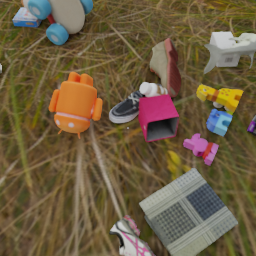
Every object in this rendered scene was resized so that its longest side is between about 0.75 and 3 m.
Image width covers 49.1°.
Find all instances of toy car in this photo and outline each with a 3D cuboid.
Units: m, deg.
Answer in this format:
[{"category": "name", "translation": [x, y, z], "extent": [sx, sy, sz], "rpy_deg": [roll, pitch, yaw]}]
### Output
[{"category": "toy car", "translation": [-3.227, -4.878, 11.258], "extent": [2.561, 2.265, 2.361], "rpy_deg": [14, 61, 33]}]

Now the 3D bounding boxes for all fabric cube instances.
[{"category": "fabric cube", "translation": [0.837, -0.289, 8.064], "extent": [0.930, 0.912, 0.927], "rpy_deg": [-11, 52, -8]}]

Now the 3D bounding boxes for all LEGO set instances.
[{"category": "LEGO set", "translation": [2.408, -0.515, 8.112], "extent": [1.180, 1.097, 2.875], "rpy_deg": [25, 54, 16]}]

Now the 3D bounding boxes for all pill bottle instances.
[{"category": "pill bottle", "translation": [0.737, -1.062, 8.205], "extent": [0.772, 0.442, 0.442], "rpy_deg": [15, 40, -38]}]

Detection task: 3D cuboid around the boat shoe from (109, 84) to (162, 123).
[{"category": "boat shoe", "translation": [0.260, -0.810, 8.647], "extent": [1.935, 0.656, 0.694], "rpy_deg": [-25, 55, -19]}]

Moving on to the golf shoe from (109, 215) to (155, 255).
[{"category": "golf shoe", "translation": [0.106, 2.501, 5.798], "extent": [0.591, 0.466, 1.284], "rpy_deg": [-31, 85, -24]}]

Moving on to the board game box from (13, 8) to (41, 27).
[{"category": "board game box", "translation": [-4.286, -4.792, 12.129], "extent": [1.040, 0.291, 1.018], "rpy_deg": [5, 51, 4]}]

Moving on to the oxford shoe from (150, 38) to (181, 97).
[{"category": "oxford shoe", "translation": [1.240, -1.980, 9.679], "extent": [0.923, 0.869, 2.468], "rpy_deg": [-16, 50, 27]}]

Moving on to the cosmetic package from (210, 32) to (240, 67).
[{"category": "cosmetic package", "translation": [3.580, -2.948, 10.427], "extent": [0.754, 0.594, 1.401], "rpy_deg": [-1, 50, 1]}]

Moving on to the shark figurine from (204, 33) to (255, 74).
[{"category": "shark figurine", "translation": [3.723, -2.413, 9.118], "extent": [2.614, 1.091, 1.562], "rpy_deg": [-29, 29, -35]}]

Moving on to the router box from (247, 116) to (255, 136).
[{"category": "router box", "translation": [4.792, -0.260, 8.266], "extent": [1.598, 0.547, 2.142], "rpy_deg": [35, 59, 25]}]

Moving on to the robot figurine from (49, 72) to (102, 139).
[{"category": "robot figurine", "translation": [-1.484, -0.642, 8.010], "extent": [1.305, 1.058, 1.815], "rpy_deg": [13, 89, -27]}]

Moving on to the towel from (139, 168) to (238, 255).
[{"category": "towel", "translation": [1.347, 2.000, 6.521], "extent": [1.729, 0.299, 1.665], "rpy_deg": [-29, 59, -11]}]
